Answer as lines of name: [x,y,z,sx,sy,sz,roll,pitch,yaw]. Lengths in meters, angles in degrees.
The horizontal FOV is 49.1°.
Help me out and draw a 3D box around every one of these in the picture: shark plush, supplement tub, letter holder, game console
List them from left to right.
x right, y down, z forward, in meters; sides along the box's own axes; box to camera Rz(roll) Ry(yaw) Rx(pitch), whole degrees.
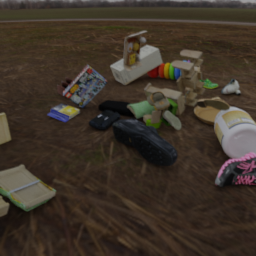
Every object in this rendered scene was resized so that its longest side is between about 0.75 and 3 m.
letter holder: [-2.983,-1.968,13.672,0.559,0.790,1.111,-20,33,-34]
game console: [-0.745,-0.568,11.467,1.544,0.316,2.617,13,28,23]
shark plush: [5.202,-2.189,14.364,0.773,0.843,1.855,-22,22,28]
supplement tub: [3.511,0.122,9.075,1.235,1.235,1.710,2,27,4]

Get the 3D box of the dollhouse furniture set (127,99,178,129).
dollhouse furniture set: [0.884,-0.848,11.011,1.191,0.912,1.818,-9,36,-26]

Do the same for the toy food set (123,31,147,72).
toy food set: [0.342,-3.282,12.026,0.478,1.583,1.136,27,41,28]

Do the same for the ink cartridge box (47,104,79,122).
ink cartridge box: [-2.675,-0.648,11.578,0.951,0.226,0.962,21,31,19]

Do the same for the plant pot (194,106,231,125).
plant pot: [3.665,-0.515,11.408,1.946,0.267,1.946,-1,27,0]

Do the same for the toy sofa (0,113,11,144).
toy sofa: [-5.413,-0.162,9.829,2.577,1.067,1.257,21,32,35]

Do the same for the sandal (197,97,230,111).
sandal: [2.955,-0.906,9.565,1.208,0.443,0.397,10,50,45]

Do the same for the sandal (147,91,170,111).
sandal: [1.082,-1.085,10.361,0.670,0.450,1.667,-30,21,2]

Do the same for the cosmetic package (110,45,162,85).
cosmetic package: [0.454,-3.537,15.654,2.582,0.944,1.337,-31,35,-12]

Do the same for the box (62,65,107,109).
box: [-1.829,-1.710,11.877,1.116,1.629,0.325,35,16,-37]

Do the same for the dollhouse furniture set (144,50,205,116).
dollhouse furniture set: [2.083,-1.896,12.202,1.594,2.103,2.399,21,60,33]

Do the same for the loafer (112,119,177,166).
loafer: [0.584,0.312,8.969,1.008,0.975,2.872,-26,33,-27]

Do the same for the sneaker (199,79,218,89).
sneaker: [4.213,-2.334,14.788,1.027,0.429,0.380,15,30,26]

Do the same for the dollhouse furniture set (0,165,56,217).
dollhouse furniture set: [-3.010,1.826,6.603,1.385,1.061,2.113,34,19,19]

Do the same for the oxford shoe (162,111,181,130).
oxford shoe: [1.613,-0.277,10.308,0.275,0.951,0.358,-2,51,58]

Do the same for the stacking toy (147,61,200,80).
stacking toy: [2.485,-3.255,15.883,2.965,1.266,1.266,6,27,20]

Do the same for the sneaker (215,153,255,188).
sneaker: [3.161,1.260,7.598,1.793,0.708,0.855,-17,43,-28]
